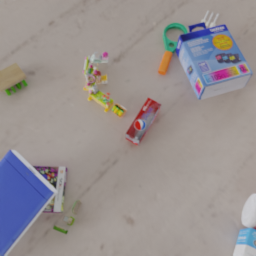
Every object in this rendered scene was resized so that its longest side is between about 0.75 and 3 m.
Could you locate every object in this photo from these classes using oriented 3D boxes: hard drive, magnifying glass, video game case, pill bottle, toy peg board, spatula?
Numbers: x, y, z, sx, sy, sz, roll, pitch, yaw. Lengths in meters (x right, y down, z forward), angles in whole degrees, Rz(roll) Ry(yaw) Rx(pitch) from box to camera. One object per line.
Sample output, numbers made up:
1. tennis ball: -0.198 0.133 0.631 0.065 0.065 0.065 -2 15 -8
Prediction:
1. hard drive: -3.467 2.241 7.710 1.816 0.349 2.753 39 91 15
2. magnifying glass: 1.602 -3.021 10.556 0.959 0.270 2.408 18 69 7
3. video game case: -2.677 1.844 8.459 1.522 0.272 1.379 2 67 1
4. pill bottle: 4.169 2.609 7.747 1.739 0.976 0.976 23 69 9
5. toy peg board: -4.143 -1.673 9.930 0.985 0.482 0.981 -34 55 -15
6. spatula: 3.289 -4.346 11.233 0.580 0.067 0.835 22 68 15

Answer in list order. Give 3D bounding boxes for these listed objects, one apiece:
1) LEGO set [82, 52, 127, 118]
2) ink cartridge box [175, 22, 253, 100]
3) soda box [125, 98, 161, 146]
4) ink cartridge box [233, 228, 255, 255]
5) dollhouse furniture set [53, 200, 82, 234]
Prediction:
1. LEGO set: -0.949 -1.516 9.507 1.214 0.982 2.639 -16 68 -7
2. ink cartridge box: 2.874 -2.515 9.945 1.821 1.019 2.669 -16 66 -7
3. soda box: 0.496 -0.212 9.218 0.539 0.488 1.539 29 69 10
4. ink cartridge box: 3.354 4.039 7.217 1.386 0.817 2.407 23 69 10
5. dollhouse furniture set: -1.735 2.496 8.059 0.390 0.505 1.010 20 69 9
